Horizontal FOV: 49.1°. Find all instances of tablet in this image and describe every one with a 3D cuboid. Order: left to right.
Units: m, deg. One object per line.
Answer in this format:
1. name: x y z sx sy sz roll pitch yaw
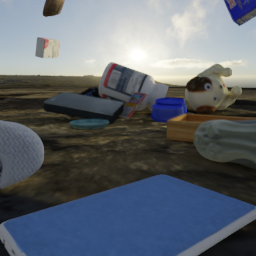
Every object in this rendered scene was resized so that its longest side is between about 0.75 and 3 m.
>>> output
1. tablet: 0.092 0.979 2.961 2.413 0.165 1.570 -7 12 -39

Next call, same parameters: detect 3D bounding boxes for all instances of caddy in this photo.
1. caddy: 1.477 -0.575 10.123 1.361 0.714 0.962 4 34 21

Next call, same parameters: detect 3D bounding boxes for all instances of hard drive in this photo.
1. hard drive: -1.581 -0.800 10.491 2.541 0.418 1.773 10 20 9

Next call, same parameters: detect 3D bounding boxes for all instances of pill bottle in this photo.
1. pill bottle: 0.257 -1.715 12.467 2.783 1.664 1.664 21 13 6

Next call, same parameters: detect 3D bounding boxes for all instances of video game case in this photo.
1. video game case: 0.138 -0.908 11.125 0.108 1.237 0.885 43 -12 -28

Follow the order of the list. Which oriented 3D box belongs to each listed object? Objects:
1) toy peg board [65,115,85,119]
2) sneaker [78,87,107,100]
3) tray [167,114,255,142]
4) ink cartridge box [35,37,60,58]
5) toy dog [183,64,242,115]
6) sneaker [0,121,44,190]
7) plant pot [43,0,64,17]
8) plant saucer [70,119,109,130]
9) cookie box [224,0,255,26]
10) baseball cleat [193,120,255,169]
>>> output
1. toy peg board: -1.959 -0.650 11.104 0.951 0.465 0.947 -5 11 -24
2. sneaker: -2.022 -1.371 13.303 2.796 1.089 0.981 -4 12 -25
3. tray: 2.629 0.072 6.949 2.985 0.553 1.472 5 12 28
4. ink cartridge box: -2.754 -2.753 9.652 0.358 0.634 0.865 19 20 17
5. toy dog: 3.368 -1.616 12.255 2.868 2.064 2.958 -13 7 18
6. sneaker: -2.543 0.196 4.536 2.973 1.117 1.709 -2 13 10
7. plant pot: -2.156 -3.638 8.240 0.409 0.886 0.886 23 5 -15
8. plant saucer: -1.237 -0.117 8.999 1.246 0.171 1.246 0 10 0
9. cookie box: 2.944 -3.269 6.562 1.310 1.120 0.492 -27 -18 37
10. baseball cleat: 2.462 0.248 4.547 1.592 1.043 2.992 -5 12 -26
